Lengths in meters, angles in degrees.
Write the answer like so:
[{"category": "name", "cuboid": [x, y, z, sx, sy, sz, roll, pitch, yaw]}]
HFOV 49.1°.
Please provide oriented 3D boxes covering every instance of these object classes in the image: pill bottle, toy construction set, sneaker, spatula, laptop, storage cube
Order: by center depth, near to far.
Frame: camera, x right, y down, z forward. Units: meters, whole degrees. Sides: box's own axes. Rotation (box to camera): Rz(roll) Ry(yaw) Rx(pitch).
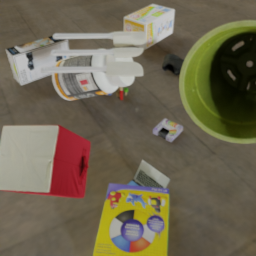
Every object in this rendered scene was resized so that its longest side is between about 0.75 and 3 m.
[{"category": "storage cube", "cuboid": [-1.317, 0.559, 4.474, 1.173, 1.054, 1.003, 0, 74, 19]}, {"category": "spatula", "cuboid": [-0.768, -1.772, 6.567, 2.334, 0.187, 1.623, 1, 58, 7]}, {"category": "laptop", "cuboid": [0.415, 1.628, 7.763, 1.024, 1.093, 0.634, 33, 18, 31]}, {"category": "pill bottle", "cuboid": [-1.035, -1.603, 8.365, 2.273, 1.323, 1.323, -6, 36, 30]}, {"category": "toy construction set", "cuboid": [-0.648, -2.018, 11.429, 1.317, 1.214, 1.579, -27, 49, -27]}, {"category": "sneaker", "cuboid": [2.506, -2.732, 12.717, 2.055, 0.781, 0.933, 12, 52, 23]}]

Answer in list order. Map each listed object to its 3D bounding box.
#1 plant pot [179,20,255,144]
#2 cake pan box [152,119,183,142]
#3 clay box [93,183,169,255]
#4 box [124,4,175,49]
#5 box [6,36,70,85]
[{"category": "plant pot", "cuboid": [2.986, -1.360, 7.099, 2.724, 2.724, 2.587, 19, 30, 20]}, {"category": "cake pan box", "cuboid": [1.378, 0.085, 9.805, 0.771, 0.219, 0.837, 27, 48, 30]}, {"category": "clay box", "cuboid": [0.102, 2.670, 6.508, 1.626, 0.674, 2.830, 4, 41, 6]}, {"category": "box", "cuboid": [1.147, -5.579, 15.318, 1.535, 1.383, 2.728, 27, 48, 27]}, {"category": "box", "cuboid": [-3.880, -3.043, 12.414, 2.539, 1.481, 0.763, -27, 51, -29]}]
